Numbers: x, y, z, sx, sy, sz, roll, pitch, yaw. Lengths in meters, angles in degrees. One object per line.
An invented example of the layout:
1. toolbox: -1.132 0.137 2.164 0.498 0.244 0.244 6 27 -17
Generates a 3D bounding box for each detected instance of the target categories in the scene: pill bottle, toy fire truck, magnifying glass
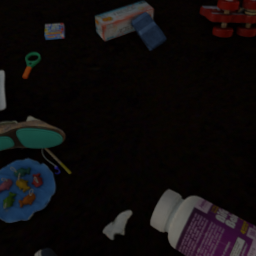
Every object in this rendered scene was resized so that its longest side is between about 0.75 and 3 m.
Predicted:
1. pill bottle: 1.881 2.547 6.805 2.533 1.422 1.422 25 57 23
2. toy fire truck: 4.729 -5.119 12.621 2.591 1.453 2.176 -1 35 -2
3. magnifying glass: -3.986 -2.559 11.390 0.592 0.166 1.487 4 55 3

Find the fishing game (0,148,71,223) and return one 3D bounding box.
1. fishing game: -3.153 1.721 8.076 2.885 0.448 2.066 -34 57 -23

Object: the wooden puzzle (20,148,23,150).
1. wooden puzzle: -3.221 0.418 9.266 0.801 0.056 0.475 -19 56 -13

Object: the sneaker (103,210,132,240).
1. sneaker: -0.200 2.625 7.510 0.938 0.365 0.466 -40 69 -15

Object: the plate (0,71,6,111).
1. plate: -5.511 -1.144 10.238 2.063 0.333 2.059 -14 56 -10

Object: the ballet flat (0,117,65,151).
1. ballet flat: -3.444 0.117 8.904 2.944 1.002 0.990 -5 43 0

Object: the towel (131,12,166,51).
1. towel: 0.877 -4.142 11.999 0.885 0.385 1.584 -34 80 0

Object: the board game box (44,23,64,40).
1. board game box: -3.321 -4.360 12.654 0.845 0.236 0.828 -7 54 -5

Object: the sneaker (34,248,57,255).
1. sneaker: -0.532 3.422 6.270 2.145 1.128 2.968 -41 72 -14

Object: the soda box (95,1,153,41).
1. soda box: -0.161 -4.844 12.644 2.601 0.827 0.889 -25 57 -18
